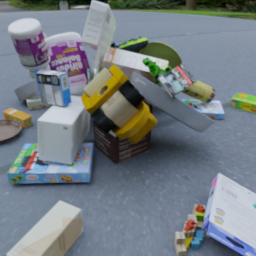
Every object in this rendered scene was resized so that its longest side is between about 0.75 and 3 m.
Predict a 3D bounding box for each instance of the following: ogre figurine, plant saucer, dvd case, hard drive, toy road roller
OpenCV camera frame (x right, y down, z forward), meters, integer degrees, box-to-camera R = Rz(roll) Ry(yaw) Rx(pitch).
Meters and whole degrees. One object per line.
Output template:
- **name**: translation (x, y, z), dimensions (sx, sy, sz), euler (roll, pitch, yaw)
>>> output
- **ogre figurine**: translation (1.129, -1.790, 9.488), dimensions (1.481, 0.727, 0.888), euler (25, 14, 11)
- **plant saucer**: translation (1.455, -2.935, 12.488), dimensions (2.222, 2.222, 0.345), euler (16, 54, 25)
- **dvd case**: translation (1.473, -1.430, 8.370), dimensions (0.982, 0.108, 0.717), euler (-33, 80, -18)
- **plant saucer**: translation (-4.977, 0.179, 10.792), dimensions (1.697, 0.272, 1.697), euler (-1, 29, 0)
- **hard drive**: translation (1.370, -0.775, 9.274), dimensions (2.873, 0.608, 1.938), euler (33, 6, 6)
- **toy road roller**: translation (-0.202, -0.561, 7.952), dimensions (1.420, 1.687, 2.311), euler (-43, 37, 6)

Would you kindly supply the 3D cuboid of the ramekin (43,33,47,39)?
- **ramekin**: translation (-3.980, -3.600, 12.020), dimensions (0.527, 1.081, 1.081), euler (4, 27, 35)

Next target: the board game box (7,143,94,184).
- **board game box**: translation (-2.342, 1.082, 8.943), dimensions (2.359, 0.432, 1.784), euler (0, 26, -3)

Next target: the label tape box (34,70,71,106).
- **label tape box**: translation (-2.549, -1.294, 8.981), dimensions (1.397, 1.007, 0.442), euler (10, 28, 25)

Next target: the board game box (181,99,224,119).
- **board game box**: translation (3.292, -0.856, 12.563), dimensions (1.766, 0.323, 1.336), euler (5, 29, 7)

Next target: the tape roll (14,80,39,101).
- **tape roll**: translation (-4.519, -1.868, 13.362), dimensions (1.698, 0.561, 1.698), euler (-24, 10, 5)

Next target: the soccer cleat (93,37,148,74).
- **soccer cleat**: translation (-0.234, -2.911, 11.852), dimensions (2.863, 1.160, 0.967), euler (-16, 18, 38)

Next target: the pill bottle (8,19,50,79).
- **pill bottle**: translation (-3.197, -2.578, 9.358), dimensions (1.022, 1.821, 1.022), euler (-3, 47, 3)

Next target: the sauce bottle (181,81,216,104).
- **sauce bottle**: translation (2.647, -1.810, 12.204), dimensions (2.363, 0.765, 0.765), euler (21, 26, -14)

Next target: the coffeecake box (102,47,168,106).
- **coffeecake box**: translation (0.184, -1.947, 10.884), dimensions (2.322, 1.782, 0.848), euler (14, 56, 1)

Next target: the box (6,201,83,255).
- **box**: translation (-1.739, 2.497, 6.162), dimensions (0.654, 0.799, 1.682), euler (14, 34, 23)

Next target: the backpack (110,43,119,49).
- **backpack**: translation (0.526, -3.570, 15.631), dimensions (2.998, 2.017, 2.737), euler (-7, 30, -10)

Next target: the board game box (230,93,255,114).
- **board game box**: translation (5.773, -1.076, 12.830), dimensions (1.870, 0.445, 0.950), euler (20, 35, 31)

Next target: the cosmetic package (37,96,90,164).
- **cosmetic package**: translation (-1.990, -0.055, 9.179), dimensions (1.080, 1.370, 2.545), euler (8, 22, 3)

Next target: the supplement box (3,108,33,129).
- **supplement box**: translation (-4.584, -0.407, 11.649), dimensions (1.341, 0.446, 0.461), euler (16, 34, 28)

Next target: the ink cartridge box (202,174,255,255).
- **ink cartridge box**: translation (2.541, 2.154, 6.734), dimensions (1.307, 0.459, 2.190), euler (30, 33, 8)

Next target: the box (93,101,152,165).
- **box**: translation (-0.218, -0.046, 9.612), dimensions (1.491, 1.816, 1.507), euler (-19, 34, -30)

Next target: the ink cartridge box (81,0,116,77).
- **ink cartridge box**: translation (-1.141, -2.984, 10.374), dimensions (0.648, 2.553, 2.897), euler (16, 10, 0)

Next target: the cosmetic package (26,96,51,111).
- **cosmetic package**: translation (-4.146, -1.182, 13.011), dimensions (1.041, 0.454, 0.538), euler (-11, 32, -20)

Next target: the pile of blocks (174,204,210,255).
- **pile of blocks**: translation (1.636, 2.360, 6.679), dimensions (0.670, 0.507, 1.631), euler (18, 34, 28)

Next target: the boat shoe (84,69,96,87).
- **boat shoe**: translation (-1.254, -1.423, 9.044), dimensions (0.311, 1.007, 0.367), euler (8, 24, -11)

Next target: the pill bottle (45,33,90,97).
- **pill bottle**: translation (-2.195, -2.023, 10.741), dimensions (1.583, 2.820, 1.583), euler (-16, 7, 2)
